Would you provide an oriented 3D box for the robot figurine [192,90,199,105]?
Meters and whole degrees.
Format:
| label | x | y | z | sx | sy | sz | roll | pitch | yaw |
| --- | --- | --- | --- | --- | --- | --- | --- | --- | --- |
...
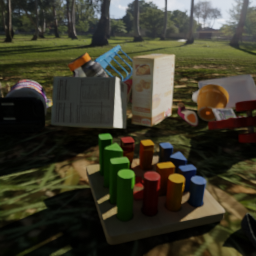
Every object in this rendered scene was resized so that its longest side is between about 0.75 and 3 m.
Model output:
| label | x | y | z | sx | sy | sz | roll | pitch | yaw |
| --- | --- | --- | --- | --- | --- | --- | --- | --- | --- |
| robot figurine | 3.343 | -1.367 | 12.840 | 0.905 | 0.767 | 0.511 | 13 | -21 | -12 |

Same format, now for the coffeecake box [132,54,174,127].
| label | x | y | z | sx | sy | sz | roll | pitch | yaw |
| --- | --- | --- | --- | --- | --- | --- | --- | --- | --- |
| coffeecake box | 1.034 | -1.600 | 11.447 | 0.958 | 2.622 | 2.013 | 11 | 22 | 28 |

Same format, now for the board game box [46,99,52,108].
| label | x | y | z | sx | sy | sz | roll | pitch | yaw |
| --- | --- | --- | --- | --- | --- | --- | --- | --- | --- |
| board game box | -4.523 | -1.173 | 13.883 | 1.166 | 0.331 | 0.964 | 3 | 20 | 9 |

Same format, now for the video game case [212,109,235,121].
| label | x | y | z | sx | sy | sz | roll | pitch | yaw |
| --- | --- | --- | --- | --- | --- | --- | --- | --- | --- |
| video game case | 3.818 | -0.392 | 10.921 | 0.919 | 0.107 | 0.836 | -1 | 58 | -21 |

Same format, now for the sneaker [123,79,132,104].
| label | x | y | z | sx | sy | sz | roll | pitch | yaw |
| --- | --- | --- | --- | --- | --- | --- | --- | --- | --- |
| sneaker | 0.017 | -1.548 | 11.923 | 0.503 | 1.346 | 0.543 | -20 | 60 | -26 |

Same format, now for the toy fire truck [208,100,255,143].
| label | x | y | z | sx | sy | sz | roll | pitch | yaw |
| --- | --- | --- | --- | --- | --- | --- | --- | --- | --- |
| toy fire truck | 4.266 | -0.229 | 9.716 | 2.390 | 1.340 | 2.007 | -6 | -1 | -15 |

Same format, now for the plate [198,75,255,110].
| label | x | y | z | sx | sy | sz | roll | pitch | yaw |
| --- | --- | --- | --- | --- | --- | --- | --- | --- | --- |
| plate | 4.844 | -1.605 | 13.551 | 2.615 | 0.423 | 2.609 | -7 | 40 | 12 |

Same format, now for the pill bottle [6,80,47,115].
| label | x | y | z | sx | sy | sz | roll | pitch | yaw |
| --- | --- | --- | --- | --- | --- | --- | --- | --- | --- |
| pill bottle | -4.225 | -1.124 | 11.681 | 1.586 | 1.586 | 2.846 | -5 | 19 | -16 |

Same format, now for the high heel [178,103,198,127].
| label | x | y | z | sx | sy | sz | roll | pitch | yaw |
| --- | --- | --- | --- | --- | --- | --- | --- | --- | --- |
| high heel | 2.441 | -0.383 | 11.431 | 0.492 | 0.700 | 1.460 | -30 | 44 | -6 |

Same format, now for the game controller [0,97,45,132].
| label | x | y | z | sx | sy | sz | roll | pitch | yaw |
| --- | --- | --- | --- | --- | --- | --- | --- | --- | --- |
| game controller | -4.272 | -0.468 | 10.141 | 2.465 | 1.286 | 0.519 | -1 | 9 | -3 |

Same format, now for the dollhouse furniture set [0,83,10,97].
| label | x | y | z | sx | sy | sz | roll | pitch | yaw |
| --- | --- | --- | --- | --- | --- | --- | --- | --- | --- |
| dollhouse furniture set | -7.735 | -1.958 | 16.362 | 1.580 | 0.905 | 1.853 | -7 | -4 | -22 |

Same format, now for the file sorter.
| label | x | y | z | sx | sy | sz | roll | pitch | yaw |
| --- | --- | --- | --- | --- | --- | --- | --- | --- | --- |
| file sorter | -0.929 | -2.660 | 14.006 | 1.555 | 1.759 | 2.535 | 44 | 39 | -5 |

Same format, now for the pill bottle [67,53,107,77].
| label | x | y | z | sx | sy | sz | roll | pitch | yaw |
| --- | --- | --- | --- | --- | --- | --- | --- | --- | --- |
| pill bottle | -1.398 | -1.723 | 11.521 | 1.371 | 2.580 | 1.371 | -28 | 21 | 12 |

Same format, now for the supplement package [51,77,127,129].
| label | x | y | z | sx | sy | sz | roll | pitch | yaw |
| --- | --- | --- | --- | --- | --- | --- | --- | --- | --- |
| supplement package | -1.296 | -0.842 | 9.876 | 2.204 | 1.661 | 1.673 | 2 | -1 | 13 |

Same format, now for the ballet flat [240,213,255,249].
| label | x | y | z | sx | sy | sz | roll | pitch | yaw |
| --- | --- | --- | --- | --- | --- | --- | --- | --- | --- |
| ballet flat | 2.240 | 1.843 | 4.728 | 0.342 | 0.292 | 1.028 | -4 | 19 | -13 |

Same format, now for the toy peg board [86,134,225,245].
| label | x | y | z | sx | sy | sz | roll | pitch | yaw |
| --- | --- | --- | --- | --- | --- | --- | --- | --- | --- |
| toy peg board | 0.436 | 0.929 | 5.818 | 2.302 | 1.131 | 2.312 | -6 | 25 | -16 |

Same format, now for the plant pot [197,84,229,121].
| label | x | y | z | sx | sy | sz | roll | pitch | yaw |
| --- | --- | --- | --- | --- | --- | --- | --- | --- | --- |
| plant pot | 3.451 | -0.963 | 11.745 | 1.297 | 1.297 | 1.188 | 9 | 46 | 24 |
